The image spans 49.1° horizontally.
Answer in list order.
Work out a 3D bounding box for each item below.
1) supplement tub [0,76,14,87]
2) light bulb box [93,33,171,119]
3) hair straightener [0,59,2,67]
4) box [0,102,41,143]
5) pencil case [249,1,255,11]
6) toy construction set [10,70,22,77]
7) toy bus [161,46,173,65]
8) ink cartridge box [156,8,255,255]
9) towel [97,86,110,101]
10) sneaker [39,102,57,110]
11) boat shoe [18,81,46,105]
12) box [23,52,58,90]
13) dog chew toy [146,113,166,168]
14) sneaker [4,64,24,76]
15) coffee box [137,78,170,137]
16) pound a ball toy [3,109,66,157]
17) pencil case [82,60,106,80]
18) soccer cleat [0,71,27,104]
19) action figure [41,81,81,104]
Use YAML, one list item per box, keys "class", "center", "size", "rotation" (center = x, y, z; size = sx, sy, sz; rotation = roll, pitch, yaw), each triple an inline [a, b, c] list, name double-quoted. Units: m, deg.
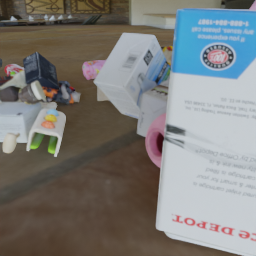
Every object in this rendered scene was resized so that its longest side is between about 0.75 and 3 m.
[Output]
- class: "supplement tub"
  center: [-4.359, -1.258, 9.110]
  size: [1.364, 0.729, 0.729]
  rotation: [-14, 27, -29]
- class: "light bulb box"
  center: [0.222, -1.303, 7.353]
  size: [1.017, 1.630, 1.615]
  rotation: [19, 73, 35]
- class: "hair straightener"
  center: [-3.141, -0.425, 5.830]
  size: [0.477, 2.334, 0.898]
  rotation: [12, -8, 24]
- class: "box"
  center: [-2.702, -0.160, 6.658]
  size: [1.021, 0.667, 1.015]
  rotation: [2, 22, 5]
- class: "pencil case"
  center: [2.571, -1.873, 5.256]
  size: [0.921, 0.921, 2.106]
  rotation: [26, 74, 45]
- class: "toy construction set"
  center: [-3.830, -1.728, 10.283]
  size: [1.053, 0.739, 1.605]
  rotation: [-18, 19, -36]
- class: "toy bus"
  center: [1.606, -2.808, 10.727]
  size: [1.137, 1.205, 0.623]
  rotation: [-12, 43, 8]
- class: "ink cartridge box"
  center: [1.543, 0.082, 3.456]
  size: [2.054, 2.814, 1.186]
  rotation: [10, 24, 15]
- class: "towel"
  center: [-0.643, -1.180, 8.641]
  size: [0.614, 0.926, 0.160]
  rotation: [-2, 49, -7]
- class: "sneaker"
  center: [-2.344, -0.592, 7.818]
  size: [0.352, 0.468, 0.940]
  rotation: [-16, 19, 30]
- class: "boat shoe"
  center: [-2.240, -0.793, 6.591]
  size: [0.437, 0.527, 1.467]
  rotation: [-24, 12, -8]
- class: "box"
  center: [-2.777, -1.710, 8.943]
  size: [0.592, 0.956, 0.940]
  rotation: [-24, 64, 15]
- class: "dog chew toy"
  center: [1.227, 0.223, 5.400]
  size: [1.798, 1.120, 1.120]
  rotation: [-5, 22, -35]
- class: "sneaker"
  center: [-4.866, -2.284, 11.633]
  size: [1.570, 0.559, 0.883]
  rotation: [17, 26, 30]
- class: "coffee box"
  center: [1.007, -0.520, 6.846]
  size: [0.723, 1.037, 1.814]
  rotation: [23, 34, 24]
- class: "pound a ball toy"
  center: [-1.849, 0.012, 5.785]
  size: [0.995, 0.648, 1.526]
  rotation: [14, 18, -12]
- class: "pencil case"
  center: [-1.013, -2.523, 11.983]
  size: [1.818, 0.795, 0.795]
  rotation: [-15, 28, -33]
- class: "soccer cleat"
  center: [-3.364, -1.160, 8.623]
  size: [0.997, 0.891, 2.571]
  rotation: [-9, 25, 29]
- class: "action figure"
  center: [-2.226, -0.998, 8.881]
  size: [1.437, 0.777, 1.485]
  rotation: [3, -7, -3]
